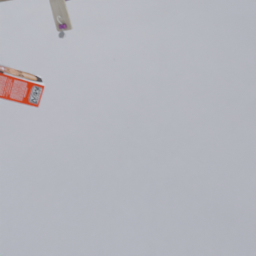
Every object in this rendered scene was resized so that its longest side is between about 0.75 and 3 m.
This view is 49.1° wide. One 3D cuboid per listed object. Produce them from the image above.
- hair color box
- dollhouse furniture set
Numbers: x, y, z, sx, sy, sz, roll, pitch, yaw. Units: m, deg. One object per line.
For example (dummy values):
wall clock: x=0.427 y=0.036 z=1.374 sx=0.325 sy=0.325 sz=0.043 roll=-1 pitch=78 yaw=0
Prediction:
hair color box: x=-3.167 y=-1.161 z=6.767 sx=2.062 sy=0.631 sz=1.047 roll=14 pitch=17 yaw=-29
dollhouse furniture set: x=-1.996 y=-2.651 z=6.340 sx=1.711 sy=1.214 sz=1.355 roll=0 pitch=30 yaw=19
